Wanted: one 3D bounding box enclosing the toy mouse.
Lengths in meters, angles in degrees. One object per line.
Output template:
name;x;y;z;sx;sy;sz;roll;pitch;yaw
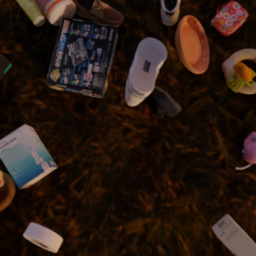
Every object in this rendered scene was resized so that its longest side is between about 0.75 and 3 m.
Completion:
toy mouse;4.680;0.532;9.064;2.658;0.514;2.363;-11;81;0

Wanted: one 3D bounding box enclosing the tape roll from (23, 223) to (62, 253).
tape roll;-2.535;3.272;8.340;1.120;1.120;0.392;25;57;4

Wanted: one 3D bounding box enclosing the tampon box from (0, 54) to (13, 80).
tampon box;-4.951;-2.140;8.696;1.317;2.087;1.564;38;83;6

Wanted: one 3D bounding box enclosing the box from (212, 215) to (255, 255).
box;3.527;3.676;8.420;0.701;0.842;2.049;-42;82;3

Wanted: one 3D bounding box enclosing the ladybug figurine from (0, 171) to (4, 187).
ladybug figurine;-4.793;1.436;7.326;2.917;1.980;1.049;13;59;-34

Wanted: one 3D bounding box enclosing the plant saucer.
plant saucer;2.077;-2.680;9.162;0.352;1.880;1.880;-8;78;41

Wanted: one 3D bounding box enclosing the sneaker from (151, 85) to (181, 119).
sneaker;1.047;-0.812;9.299;1.332;0.509;0.763;45;77;1

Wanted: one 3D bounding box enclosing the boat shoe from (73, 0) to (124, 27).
boat shoe;-1.068;-4.052;9.704;1.901;0.682;0.720;19;82;3

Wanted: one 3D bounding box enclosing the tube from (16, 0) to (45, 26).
tube;-3.560;-4.381;9.910;0.504;0.451;1.735;-23;74;-42

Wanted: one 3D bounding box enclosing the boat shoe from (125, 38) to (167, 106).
boat shoe;0.470;-1.865;9.040;1.040;0.924;2.828;30;50;-5

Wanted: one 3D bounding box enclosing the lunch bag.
lunch bag;3.498;-3.863;9.792;1.107;0.454;0.975;-43;84;-6

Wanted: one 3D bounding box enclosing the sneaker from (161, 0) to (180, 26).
sneaker;1.526;-4.800;9.748;0.847;0.821;2.319;-2;81;0

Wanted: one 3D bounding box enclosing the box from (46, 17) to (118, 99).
box;-1.517;-2.377;9.506;1.948;0.564;2.450;11;81;2

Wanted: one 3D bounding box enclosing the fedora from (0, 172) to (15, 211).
fedora;-4.094;2.084;8.715;1.450;0.592;1.450;-5;58;8

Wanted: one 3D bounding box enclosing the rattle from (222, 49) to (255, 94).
rattle;4.406;-2.166;8.958;2.444;1.746;1.591;-15;64;4

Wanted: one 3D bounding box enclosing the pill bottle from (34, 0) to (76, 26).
pill bottle;-2.717;-4.556;9.598;1.052;1.052;1.843;-35;83;-5

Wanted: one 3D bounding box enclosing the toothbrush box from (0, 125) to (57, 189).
toothbrush box;-3.258;0.915;8.933;1.204;0.701;1.644;-35;83;-5
